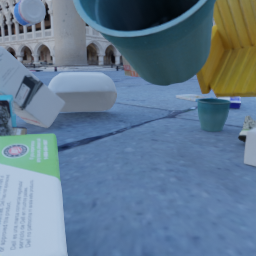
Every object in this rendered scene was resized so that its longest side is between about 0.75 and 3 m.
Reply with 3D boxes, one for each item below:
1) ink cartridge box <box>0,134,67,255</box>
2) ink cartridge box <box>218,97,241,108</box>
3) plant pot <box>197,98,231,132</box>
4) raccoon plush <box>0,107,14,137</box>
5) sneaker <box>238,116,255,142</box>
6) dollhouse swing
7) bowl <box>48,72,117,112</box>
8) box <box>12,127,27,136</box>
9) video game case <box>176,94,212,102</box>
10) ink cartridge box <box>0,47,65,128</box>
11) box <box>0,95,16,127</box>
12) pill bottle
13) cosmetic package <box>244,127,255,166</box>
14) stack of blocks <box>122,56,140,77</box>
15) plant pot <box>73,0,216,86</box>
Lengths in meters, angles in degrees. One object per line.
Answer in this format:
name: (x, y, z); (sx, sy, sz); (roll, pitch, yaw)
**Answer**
ink cartridge box: (-1.840, 0.951, 2.300); (2.558, 1.074, 1.861); (-4, 25, -15)
ink cartridge box: (4.615, -1.184, 12.841); (0.997, 0.391, 2.106); (6, 13, 20)
plant pot: (2.582, -0.392, 8.577); (0.969, 0.911, 0.969); (1, 14, 0)
raccoon plush: (-1.891, 0.466, 4.151); (1.004, 1.391, 2.076); (-13, 19, -42)
sneaker: (3.675, 0.000, 6.918); (1.748, 0.775, 0.672); (5, -12, 15)
dollhouse swing: (2.803, -2.409, 6.710); (2.672, 2.428, 2.349); (6, -31, 48)
bowl: (-1.740, -1.335, 10.421); (2.466, 0.921, 2.463); (-3, -12, -11)
box: (-3.216, 0.354, 6.066); (2.833, 0.459, 1.716); (2, 13, -19)
video game case: (3.551, -1.631, 15.084); (1.192, 0.148, 1.666); (-7, 15, -29)
ink cartridge box: (-3.403, -1.169, 8.442); (1.776, 1.034, 2.456); (13, -25, 46)
box: (-4.364, -0.121, 6.910); (2.917, 1.200, 0.717); (-5, 17, -16)
pill bottle: (-1.991, -2.284, 5.555); (0.480, 0.480, 0.855); (-9, 17, -33)
cosmetic package: (3.500, 0.492, 5.389); (1.074, 0.782, 2.113); (-13, 17, -42)
stack of blocks: (0.798, -2.611, 11.174); (1.930, 1.111, 0.565); (8, 51, 14)
plant pot: (0.691, -2.435, 6.193); (2.833, 2.833, 2.775); (5, -16, 20)
